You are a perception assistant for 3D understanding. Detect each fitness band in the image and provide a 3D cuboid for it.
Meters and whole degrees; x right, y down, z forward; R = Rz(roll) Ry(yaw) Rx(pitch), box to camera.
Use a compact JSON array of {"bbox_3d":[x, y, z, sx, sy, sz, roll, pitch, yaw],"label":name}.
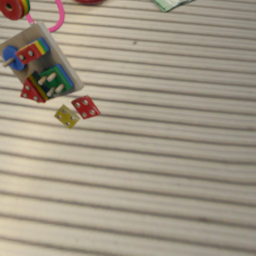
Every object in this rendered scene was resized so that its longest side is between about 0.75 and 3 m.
[{"bbox_3d":[-2.239,-3.186,7.271,1.011,1.408,0.264,-22,15,-6],"label":"fitness band"}]

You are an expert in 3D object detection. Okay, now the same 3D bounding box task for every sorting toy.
[{"bbox_3d":[-1.668,-0.953,5.131,1.332,2.762,0.467,-10,35,35],"label":"sorting toy"}]

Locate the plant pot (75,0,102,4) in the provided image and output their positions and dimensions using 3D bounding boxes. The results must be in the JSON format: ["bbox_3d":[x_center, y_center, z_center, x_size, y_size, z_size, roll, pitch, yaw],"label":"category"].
[{"bbox_3d":[-1.573,-6.088,10.824,2.138,1.947,2.138,0,57,0],"label":"plant pot"}]

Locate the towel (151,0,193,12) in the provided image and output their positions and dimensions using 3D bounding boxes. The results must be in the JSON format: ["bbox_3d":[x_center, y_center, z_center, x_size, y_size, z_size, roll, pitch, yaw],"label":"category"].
[{"bbox_3d":[1.897,-5.562,11.522,2.097,0.245,1.600,-27,62,-15],"label":"towel"}]
